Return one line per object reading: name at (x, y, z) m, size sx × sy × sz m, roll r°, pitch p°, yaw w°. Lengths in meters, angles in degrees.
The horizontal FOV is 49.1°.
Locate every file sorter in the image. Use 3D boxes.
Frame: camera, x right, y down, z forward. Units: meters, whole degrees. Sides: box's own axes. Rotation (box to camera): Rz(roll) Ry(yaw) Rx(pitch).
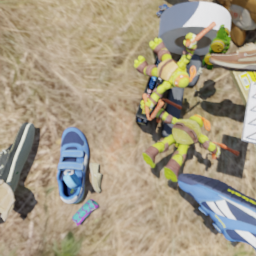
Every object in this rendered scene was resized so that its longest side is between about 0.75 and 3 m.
file sorter at (2.865, -0.337, 5.361) m, size 0.898 × 0.806 × 1.294 m, roll 15°, pitch 73°, yaw 1°

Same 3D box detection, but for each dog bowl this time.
dog bowl at (-1.529, 1.470, 7.695) m, size 0.202 × 0.813 × 0.453 m, roll -35°, pitch 73°, yaw -2°

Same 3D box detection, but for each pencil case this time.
pencil case at (-1.387, 2.704, 9.023) m, size 0.874 × 0.404 × 0.372 m, roll -45°, pitch 130°, yaw -3°

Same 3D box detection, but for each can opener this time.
can opener at (1.797, -1.082, 9.207) m, size 0.978 × 0.780 × 2.926 m, roll 9°, pitch 86°, yaw 2°

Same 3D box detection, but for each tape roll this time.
tape roll at (2.038, -2.989, 8.696) m, size 2.183 × 2.183 × 0.764 m, roll 5°, pitch 83°, yaw 1°

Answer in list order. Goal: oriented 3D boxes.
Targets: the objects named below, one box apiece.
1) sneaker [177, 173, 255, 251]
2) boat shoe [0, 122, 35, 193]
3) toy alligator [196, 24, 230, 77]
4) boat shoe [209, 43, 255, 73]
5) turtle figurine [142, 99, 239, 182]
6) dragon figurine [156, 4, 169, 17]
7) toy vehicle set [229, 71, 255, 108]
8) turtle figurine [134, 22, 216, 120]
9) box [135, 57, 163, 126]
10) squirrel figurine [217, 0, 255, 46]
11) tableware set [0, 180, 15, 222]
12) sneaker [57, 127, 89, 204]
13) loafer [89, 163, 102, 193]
sneaker at (2.255, 1.975, 6.554) m, size 2.731 × 1.010 × 1.123 m, roll 29°, pitch 106°, yaw 32°
boat shoe at (-3.782, 1.027, 8.900) m, size 0.916 × 0.973 × 2.710 m, roll 22°, pitch 88°, yaw 2°
toy alligator at (2.319, -1.939, 7.457) m, size 0.459 × 1.912 × 0.634 m, roll 25°, pitch 66°, yaw 7°
boat shoe at (2.841, -1.646, 6.606) m, size 1.767 × 0.669 × 0.634 m, roll 10°, pitch 97°, yaw 17°
turtle figurine at (1.539, 0.357, 7.432) m, size 2.666 × 0.859 × 2.150 m, roll 38°, pitch 64°, yaw 11°
dragon figurine at (1.804, -3.923, 9.632) m, size 1.616 × 0.476 × 0.803 m, roll -8°, pitch 85°, yaw 0°
toy vehicle set at (4.257, -1.688, 9.516) m, size 1.238 × 0.264 × 1.993 m, roll -22°, pitch 85°, yaw -2°
turtle figurine at (1.008, -1.478, 6.670) m, size 0.797 × 1.995 × 2.473 m, roll 19°, pitch 113°, yaw -32°
box at (0.744, -1.116, 8.801) m, size 0.457 × 1.580 × 1.988 m, roll 19°, pitch 85°, yaw 3°
squirrel figurine at (4.244, -4.523, 9.035) m, size 2.596 × 1.968 × 2.781 m, roll -38°, pitch 88°, yaw -10°
tableware set at (-4.452, 1.895, 8.596) m, size 2.069 × 0.287 × 2.477 m, roll -42°, pitch 74°, yaw 25°
sneaker at (-1.754, 1.186, 8.863) m, size 0.919 × 1.022 × 2.485 m, roll -3°, pitch 83°, yaw 2°
loafer at (-1.009, 1.612, 9.136) m, size 0.346 × 0.384 × 1.014 m, roll -14°, pitch 84°, yaw 5°
